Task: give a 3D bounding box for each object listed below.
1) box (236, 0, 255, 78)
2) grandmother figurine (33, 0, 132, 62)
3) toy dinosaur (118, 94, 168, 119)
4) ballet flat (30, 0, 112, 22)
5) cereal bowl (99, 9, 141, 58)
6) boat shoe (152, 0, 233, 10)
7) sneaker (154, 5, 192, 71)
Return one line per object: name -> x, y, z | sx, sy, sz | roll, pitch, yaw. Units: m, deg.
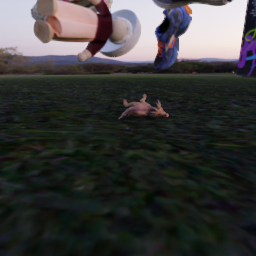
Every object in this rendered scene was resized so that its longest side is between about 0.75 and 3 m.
box -> 2.371, -1.682, 3.904 | 0.372, 2.060, 1.473 | -7, 18, -34
grandmother figurine -> -0.755, -2.027, 5.727 | 0.697, 1.396, 2.301 | 42, 35, 25
toy dinosaur -> 0.466, -0.581, 8.695 | 1.497, 0.643, 1.015 | -14, 24, -29
ballet flat -> -1.446, -2.864, 6.770 | 2.640, 0.844, 0.998 | -9, -9, 36
cereal bowl -> -0.250, -2.729, 8.371 | 1.519, 1.519, 0.633 | 9, -17, 35
boat shoe -> 1.477, -3.972, 7.478 | 2.746, 1.025, 1.273 | 19, -6, 42
sneaker -> 1.330, -3.210, 10.036 | 0.989, 2.522, 0.950 | -3, 44, -22
